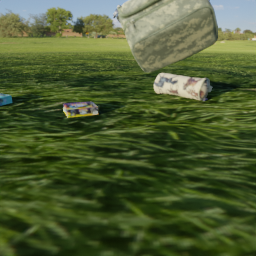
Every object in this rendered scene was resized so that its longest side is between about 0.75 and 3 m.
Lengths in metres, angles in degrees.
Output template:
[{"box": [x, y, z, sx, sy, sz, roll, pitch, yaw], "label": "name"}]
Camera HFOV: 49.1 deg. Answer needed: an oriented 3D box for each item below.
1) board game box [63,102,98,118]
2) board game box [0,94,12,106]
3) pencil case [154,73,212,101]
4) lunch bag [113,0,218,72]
[{"box": [-1.737, -0.691, 10.236, 1.113, 0.316, 0.920, -7, 21, -21], "label": "board game box"}, {"box": [-5.696, -1.089, 11.363, 1.099, 0.342, 1.456, 9, 21, 26], "label": "board game box"}, {"box": [2.396, -1.890, 12.694, 2.586, 1.006, 1.157, 16, 1, 39], "label": "pencil case"}, {"box": [0.837, -2.627, 6.759, 2.124, 1.781, 1.480, -24, -29, 15], "label": "lunch bag"}]
